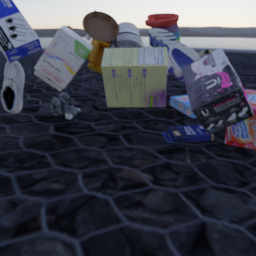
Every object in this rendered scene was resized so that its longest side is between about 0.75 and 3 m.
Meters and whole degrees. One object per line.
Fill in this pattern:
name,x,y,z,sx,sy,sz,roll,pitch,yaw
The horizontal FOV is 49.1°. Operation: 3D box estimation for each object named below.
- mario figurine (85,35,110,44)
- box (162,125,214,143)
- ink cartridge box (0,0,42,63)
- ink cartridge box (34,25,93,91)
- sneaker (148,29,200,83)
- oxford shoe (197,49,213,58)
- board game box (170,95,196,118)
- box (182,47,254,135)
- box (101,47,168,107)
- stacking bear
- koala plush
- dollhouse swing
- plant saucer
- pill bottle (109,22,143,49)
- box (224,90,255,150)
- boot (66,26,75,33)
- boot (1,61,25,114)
mario figurine,-1.271,-4.211,13.089,1.074,0.922,1.739,37,5,17
box,2.203,0.218,10.511,1.711,0.277,1.037,-4,21,-7
ink cartridge box,-3.529,-2.977,8.226,1.038,0.488,2.209,-29,69,-19
ink cartridge box,-2.643,-2.555,10.964,1.417,2.420,0.815,34,22,-18
sneaker,1.527,-2.341,10.462,1.171,1.674,2.899,-9,45,-20
oxford shoe,3.507,-3.483,13.203,0.949,0.357,0.274,-8,-8,43
board game box,3.887,-1.194,13.801,2.958,0.541,2.237,-7,22,-17
box,2.401,-1.063,7.738,1.316,1.143,1.992,-27,39,25
box,0.236,-1.548,8.791,1.925,1.693,0.931,1,49,6
stacking bear,1.688,-3.853,13.220,1.518,2.670,1.621,0,33,12
koala plush,-2.801,-0.847,12.672,1.147,1.054,1.017,26,33,7
dollhouse swing,-1.115,-3.135,11.957,1.154,1.270,1.116,19,-11,-11
plant saucer,-1.027,-3.691,10.362,1.391,1.391,0.254,-9,-21,-22
pill bottle,-0.066,-3.094,11.567,1.427,1.427,2.452,-1,59,-3
box,4.683,-0.402,10.451,1.390,1.452,2.912,12,25,29
boot,-2.920,-3.809,12.724,0.679,1.770,1.374,-1,10,26
boot,-3.888,-1.417,9.424,0.690,1.877,0.897,-4,2,-11
